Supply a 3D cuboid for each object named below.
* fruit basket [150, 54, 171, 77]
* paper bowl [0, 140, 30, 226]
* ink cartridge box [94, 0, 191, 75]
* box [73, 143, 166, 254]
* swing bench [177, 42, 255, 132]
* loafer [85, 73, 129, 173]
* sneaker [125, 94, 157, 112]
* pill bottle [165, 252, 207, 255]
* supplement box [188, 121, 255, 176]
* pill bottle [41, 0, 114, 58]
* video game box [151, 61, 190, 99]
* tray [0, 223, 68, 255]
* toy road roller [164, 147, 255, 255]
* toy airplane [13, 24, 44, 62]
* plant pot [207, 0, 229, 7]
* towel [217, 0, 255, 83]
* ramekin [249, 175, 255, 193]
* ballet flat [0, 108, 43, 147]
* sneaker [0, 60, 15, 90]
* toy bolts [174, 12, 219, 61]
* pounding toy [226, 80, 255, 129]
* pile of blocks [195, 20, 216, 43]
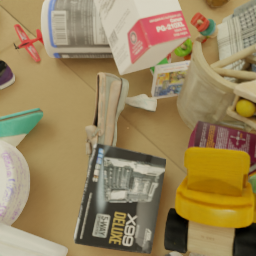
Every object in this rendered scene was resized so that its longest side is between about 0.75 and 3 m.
[{"bbox_3d":[1.007,-1.971,8.290,0.520,1.027,1.109,-3,60,25],"label":"fruit basket"},{"bbox_3d":[-3.281,1.324,6.277,2.224,1.157,2.224,-3,74,9],"label":"paper bowl"},{"bbox_3d":[0.113,-2.862,6.543,1.118,1.919,2.651,-20,90,-21],"label":"ink cartridge box"},{"bbox_3d":[-0.157,1.551,6.239,1.674,0.528,2.122,14,78,-12],"label":"box"},{"bbox_3d":[2.612,-0.876,6.943,2.371,2.358,1.538,-9,64,-4],"label":"swing bench"},{"bbox_3d":[-0.724,-0.112,7.051,0.833,0.953,2.650,20,77,-25],"label":"loafer"},{"bbox_3d":[0.331,-0.742,7.769,1.031,0.363,0.413,15,91,23],"label":"sneaker"},{"bbox_3d":[0.732,3.236,5.520,2.186,1.210,1.210,-21,66,-8],"label":"pill bottle"},{"bbox_3d":[2.452,0.532,7.004,1.773,0.978,0.759,14,67,6],"label":"supplement box"},{"bbox_3d":[-0.918,-2.934,8.337,2.921,1.662,1.662,0,64,-2],"label":"pill bottle"},{"bbox_3d":[1.304,-1.309,7.739,1.210,1.328,0.311,-12,67,-5],"label":"video game box"},{"bbox_3d":[-2.459,2.626,5.370,2.532,0.281,1.360,36,77,-30],"label":"tray"},{"bbox_3d":[1.742,1.268,5.505,1.597,2.600,1.898,5,97,20],"label":"toy road roller"},{"bbox_3d":[-3.016,-2.723,8.769,1.248,0.230,1.248,4,83,-37],"label":"toy airplane"},{"bbox_3d":[3.052,-4.977,9.681,1.288,1.288,1.382,-6,77,-3],"label":"plant pot"},{"bbox_3d":[3.849,-2.780,7.961,0.496,2.766,2.873,27,57,-34],"label":"towel"},{"bbox_3d":[3.520,1.540,5.483,1.016,2.080,2.080,-34,68,-3],"label":"ramekin"},{"bbox_3d":[-3.585,0.291,7.259,2.996,1.009,1.054,-13,91,-5],"label":"ballet flat"},{"bbox_3d":[-4.267,-1.286,7.987,1.917,0.839,0.726,-41,71,-18],"label":"sneaker"},{"bbox_3d":[2.026,-2.770,8.410,0.906,1.306,1.247,12,46,-40],"label":"toy bolts"},{"bbox_3d":[2.995,0.176,5.357,2.373,1.361,1.357,36,54,30],"label":"pounding toy"},{"bbox_3d":[2.632,-3.102,9.054,0.345,0.456,1.110,44,65,-8],"label":"pile of blocks"}]
